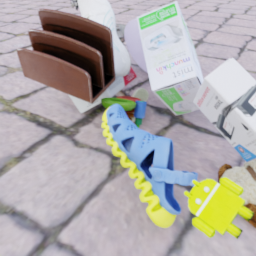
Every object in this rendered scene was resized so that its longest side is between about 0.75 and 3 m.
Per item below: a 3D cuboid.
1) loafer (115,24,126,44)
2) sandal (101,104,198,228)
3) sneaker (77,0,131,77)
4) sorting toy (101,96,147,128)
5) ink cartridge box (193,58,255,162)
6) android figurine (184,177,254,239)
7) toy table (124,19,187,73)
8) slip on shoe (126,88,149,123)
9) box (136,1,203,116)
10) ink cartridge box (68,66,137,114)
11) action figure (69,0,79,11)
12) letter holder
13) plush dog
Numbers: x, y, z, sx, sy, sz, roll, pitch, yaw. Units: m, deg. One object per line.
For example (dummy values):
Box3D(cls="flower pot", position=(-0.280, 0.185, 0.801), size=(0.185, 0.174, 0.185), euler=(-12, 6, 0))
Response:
Box3D(cls="loafer", position=(-1.025, -3.526, 10.592), size=(2.717, 0.854, 0.977), euler=(-25, 70, -26))
Box3D(cls="sandal", position=(0.444, 0.551, 5.621), size=(2.638, 1.148, 1.048), euler=(56, 16, 14))
Box3D(cls="sneaker", position=(-0.839, -2.589, 7.661), size=(1.045, 2.608, 0.917), euler=(-23, -1, -40))
Box3D(cls="sorting toy", position=(-0.063, -0.415, 7.534), size=(1.059, 0.723, 1.763), euler=(11, 13, 17))
Box3D(cls="ink cartridge box", position=(2.051, -0.282, 5.150), size=(0.686, 1.178, 1.630), euler=(-36, 75, -8))
Box3D(cls="android figurine", position=(1.252, 1.107, 4.000), size=(0.937, 0.192, 0.853), euler=(35, 81, 30))
Box3D(cls="toy table", position=(1.159, -3.207, 10.904), size=(2.293, 2.494, 1.461), euler=(-25, 7, 43))
Box3D(cls="slip on shoe", position=(0.033, -0.561, 8.707), size=(0.649, 0.536, 1.752), euler=(42, 56, -7))
Box3D(cls="box", position=(1.383, -1.774, 7.921), size=(1.205, 2.491, 2.198), euler=(-16, 73, 19))
Box3D(cls="ink cartridge box", position=(-1.209, -1.967, 8.884), size=(1.635, 2.260, 1.642), euler=(-21, 17, 44))
Box3D(cls="action figure", position=(-1.432, -4.300, 9.466), size=(2.331, 1.385, 1.189), euler=(36, 54, -5))
Box3D(cls="letter holder", position=(-1.459, -1.724, 6.444), size=(2.094, 1.488, 1.053), euler=(23, 51, 20))
Box3D(cls="plush dog", position=(2.705, 1.141, 5.810), size=(1.547, 1.446, 1.802), euler=(-26, 36, 4))
